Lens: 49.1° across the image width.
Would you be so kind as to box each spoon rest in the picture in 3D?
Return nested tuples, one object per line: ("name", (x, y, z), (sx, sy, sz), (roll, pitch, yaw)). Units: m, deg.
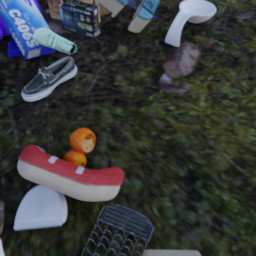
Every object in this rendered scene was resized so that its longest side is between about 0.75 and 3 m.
("spoon rest", (2.202, -3.946, 9.947), (1.322, 0.807, 2.661), (26, 59, 18))

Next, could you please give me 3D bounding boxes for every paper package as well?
("paper package", (-1.195, -4.949, 10.765), (1.241, 0.674, 1.302), (-22, 56, -16))

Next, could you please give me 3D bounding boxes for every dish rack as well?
("dish rack", (-0.264, 2.338, 5.491), (1.304, 0.464, 1.700), (19, 55, 13))

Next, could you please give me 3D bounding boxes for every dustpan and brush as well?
("dustpan and brush", (-1.852, 1.453, 6.227), (1.101, 0.451, 1.577), (-7, 60, 5))

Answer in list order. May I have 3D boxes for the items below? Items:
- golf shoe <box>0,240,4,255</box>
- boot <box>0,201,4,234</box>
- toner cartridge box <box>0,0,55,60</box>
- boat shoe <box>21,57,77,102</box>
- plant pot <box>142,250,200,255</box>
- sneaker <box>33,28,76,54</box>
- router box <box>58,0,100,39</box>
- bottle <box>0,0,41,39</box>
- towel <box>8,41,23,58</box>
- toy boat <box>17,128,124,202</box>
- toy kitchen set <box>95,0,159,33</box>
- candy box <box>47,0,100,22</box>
("golf shoe", (-2.093, 2.879, 4.815), (1.018, 0.838, 2.155), (8, 53, -41))
("boot", (-3.359, 1.590, 5.973), (1.686, 0.542, 1.571), (-2, 67, 2))
("toner cartridge box", (-3.318, -3.398, 8.989), (1.094, 0.497, 2.304), (-28, 84, -36))
("boat shoe", (-2.356, -1.513, 8.197), (0.672, 0.662, 1.865), (37, 65, 24))
("plant pot", (0.727, 2.831, 4.621), (1.421, 1.423, 1.260), (0, 42, 0))
("sneaker", (-2.112, -2.565, 8.337), (0.793, 0.495, 1.345), (28, 15, 26))
("router box", (-1.676, -3.790, 9.680), (1.372, 1.028, 0.426), (21, 55, 16))
("bottle", (-4.160, -3.758, 9.631), (0.809, 1.035, 2.478), (5, 47, 42))
("towel", (-3.462, -2.725, 9.365), (1.064, 0.264, 0.786), (-10, 55, -7))
("toy boat", (-1.093, 0.679, 5.923), (2.145, 1.400, 1.402), (20, 79, 3))
("toy kitchen set", (0.264, -4.851, 9.749), (1.919, 1.411, 2.395), (32, 53, -16))
("candy box", (-1.966, -4.365, 10.083), (1.834, 1.059, 0.507), (17, 54, 12))
